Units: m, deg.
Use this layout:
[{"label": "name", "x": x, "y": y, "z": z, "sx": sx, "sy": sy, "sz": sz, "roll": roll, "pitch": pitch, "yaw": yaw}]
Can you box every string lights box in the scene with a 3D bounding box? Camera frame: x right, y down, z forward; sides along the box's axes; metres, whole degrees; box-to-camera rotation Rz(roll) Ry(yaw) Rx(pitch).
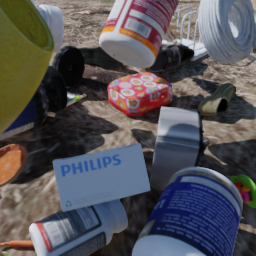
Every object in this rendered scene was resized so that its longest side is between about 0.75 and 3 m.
[{"label": "string lights box", "x": -0.580, "y": 0.786, "z": 4.673, "sx": 1.193, "sy": 0.685, "sz": 2.322, "roll": -10, "pitch": -7, "yaw": -14}]

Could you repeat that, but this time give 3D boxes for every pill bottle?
[{"label": "pill bottle", "x": -2.973, "y": -2.402, "z": 10.053, "sx": 2.622, "sy": 1.466, "sz": 1.466, "roll": 19, "pitch": 38, "yaw": 27}, {"label": "pill bottle", "x": 0.376, "y": -2.664, "z": 6.222, "sx": 1.303, "sy": 2.378, "sz": 1.303, "roll": 22, "pitch": -6, "yaw": 2}, {"label": "pill bottle", "x": -3.165, "y": -0.620, "z": 7.148, "sx": 2.991, "sy": 1.673, "sz": 1.673, "roll": -26, "pitch": 41, "yaw": -33}, {"label": "pill bottle", "x": -0.762, "y": 1.629, "z": 4.491, "sx": 1.406, "sy": 0.815, "sz": 0.815, "roll": -19, "pitch": 38, "yaw": -28}, {"label": "pill bottle", "x": -2.598, "y": -2.077, "z": 5.598, "sx": 2.405, "sy": 1.336, "sz": 1.336, "roll": -6, "pitch": 31, "yaw": -33}, {"label": "pill bottle", "x": 0.822, "y": 1.679, "z": 4.005, "sx": 1.274, "sy": 1.274, "sz": 2.201, "roll": 15, "pitch": 36, "yaw": 22}]

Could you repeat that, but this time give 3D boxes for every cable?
[{"label": "cable", "x": 1.849, "y": -1.920, "z": 5.153, "sx": 1.439, "sy": 1.439, "sz": 0.498, "roll": -8, "pitch": 7, "yaw": -40}]

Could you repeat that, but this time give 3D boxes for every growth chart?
[{"label": "growth chart", "x": -2.412, "y": -1.008, "z": 9.143, "sx": 1.721, "sy": 0.153, "sz": 1.245, "roll": 19, "pitch": 39, "yaw": 27}, {"label": "growth chart", "x": 0.935, "y": -3.284, "z": 9.138, "sx": 1.785, "sy": 0.219, "sz": 2.467, "roll": 24, "pitch": 5, "yaw": 12}]

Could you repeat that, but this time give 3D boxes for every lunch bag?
[{"label": "lunch bag", "x": 0.449, "y": -1.056, "z": 8.647, "sx": 1.824, "sy": 0.747, "sz": 1.606, "roll": -22, "pitch": 39, "yaw": -30}]

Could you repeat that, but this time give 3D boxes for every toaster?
[{"label": "toaster", "x": 1.010, "y": 0.392, "z": 5.747, "sx": 0.918, "sy": 1.547, "sz": 1.399, "roll": 9, "pitch": 35, "yaw": 5}]

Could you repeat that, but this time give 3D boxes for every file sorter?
[{"label": "file sorter", "x": 2.400, "y": -4.566, "z": 13.050, "sx": 2.927, "sy": 1.823, "sz": 2.031, "roll": 26, "pitch": 42, "yaw": 33}]

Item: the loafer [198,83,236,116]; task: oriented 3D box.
[{"label": "loafer", "x": 2.785, "y": -0.787, "z": 8.407, "sx": 1.717, "sy": 0.653, "sz": 0.579, "roll": -36, "pitch": 47, "yaw": -28}]

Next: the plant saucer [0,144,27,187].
[{"label": "plant saucer", "x": -1.903, "y": 0.594, "z": 4.346, "sx": 0.779, "sy": 0.126, "sz": 0.779, "roll": -13, "pitch": 46, "yaw": 14}]

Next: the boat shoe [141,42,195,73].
[{"label": "boat shoe", "x": 1.642, "y": -2.806, "z": 11.072, "sx": 0.966, "sy": 1.072, "sz": 2.981, "roll": 19, "pitch": 32, "yaw": 35}]

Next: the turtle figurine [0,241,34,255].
[{"label": "turtle figurine", "x": -2.488, "y": 1.970, "z": 3.613, "sx": 2.664, "sy": 0.858, "sz": 2.148, "roll": 17, "pitch": 36, "yaw": -19}]

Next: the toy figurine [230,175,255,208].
[{"label": "toy figurine", "x": 1.888, "y": 1.290, "z": 5.348, "sx": 0.804, "sy": 0.656, "sz": 0.873, "roll": -18, "pitch": 14, "yaw": -10}]

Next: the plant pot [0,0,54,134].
[{"label": "plant pot", "x": -1.981, "y": -1.091, "z": 3.763, "sx": 1.598, "sy": 2.251, "sz": 2.251, "roll": -30, "pitch": 31, "yaw": 14}]

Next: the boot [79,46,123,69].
[{"label": "boot", "x": -0.823, "y": -3.170, "z": 11.867, "sx": 2.261, "sy": 0.876, "sz": 1.564, "roll": 21, "pitch": 34, "yaw": 28}]

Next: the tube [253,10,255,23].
[{"label": "tube", "x": 2.118, "y": -3.297, "z": 6.258, "sx": 0.731, "sy": 0.817, "sz": 2.818, "roll": 4, "pitch": 72, "yaw": -13}]
